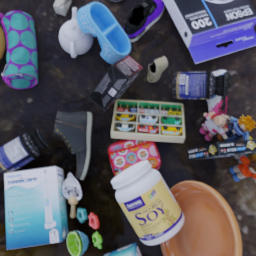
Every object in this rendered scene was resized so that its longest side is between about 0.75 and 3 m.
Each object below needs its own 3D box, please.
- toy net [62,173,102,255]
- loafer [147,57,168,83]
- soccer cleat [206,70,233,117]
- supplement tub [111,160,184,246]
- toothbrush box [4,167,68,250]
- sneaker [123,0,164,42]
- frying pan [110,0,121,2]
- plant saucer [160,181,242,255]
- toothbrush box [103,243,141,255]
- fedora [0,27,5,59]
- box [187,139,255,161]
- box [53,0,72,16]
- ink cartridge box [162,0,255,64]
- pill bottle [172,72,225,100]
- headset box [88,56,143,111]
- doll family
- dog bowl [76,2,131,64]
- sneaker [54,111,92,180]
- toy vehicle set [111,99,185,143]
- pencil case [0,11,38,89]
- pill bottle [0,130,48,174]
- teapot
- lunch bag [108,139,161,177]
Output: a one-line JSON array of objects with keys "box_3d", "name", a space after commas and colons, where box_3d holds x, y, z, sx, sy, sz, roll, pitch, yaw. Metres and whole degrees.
[{"box_3d": [-1.544, 2.496, 8.408, 0.475, 1.289, 2.458, -2, 64, -43], "name": "toy net"}, {"box_3d": [0.880, -1.956, 9.443, 0.452, 1.325, 0.501, -9, 71, -20], "name": "loafer"}, {"box_3d": [2.998, -1.009, 9.643, 0.845, 0.684, 1.957, 14, 93, 47], "name": "soccer cleat"}, {"box_3d": [0.535, 2.098, 8.032, 1.461, 1.461, 2.010, -31, 92, -7], "name": "supplement tub"}, {"box_3d": [-2.812, 2.408, 8.630, 1.623, 0.945, 2.216, -9, 77, -2], "name": "toothbrush box"}, {"box_3d": [0.637, -4.172, 10.045, 0.791, 1.131, 2.274, 34, 79, 7], "name": "sneaker"}, {"box_3d": [-0.233, -5.358, 10.784, 1.476, 0.240, 0.893, -32, 80, -9], "name": "frying pan"}, {"box_3d": [1.935, 2.956, 7.780, 0.547, 2.923, 2.923, 6, 75, -33], "name": "plant saucer"}, {"box_3d": [-0.067, 4.436, 7.162, 1.195, 2.802, 2.051, -23, 79, 2], "name": "toothbrush box"}, {"box_3d": [-5.498, -2.914, 9.645, 2.486, 1.014, 2.486, -3, 100, -15], "name": "fedora"}, {"box_3d": [2.783, 0.692, 8.496, 1.335, 1.680, 0.386, -3, 80, -19], "name": "box"}, {"box_3d": [-2.378, -4.885, 10.549, 0.407, 0.489, 1.189, 18, 79, 4], "name": "box"}, {"box_3d": [3.105, -4.025, 10.073, 2.914, 0.638, 2.941, -20, 78, -15], "name": "ink cartridge box"}, {"box_3d": [2.294, -1.372, 9.104, 1.594, 0.891, 0.891, 3, 77, 18], "name": "pill bottle"}, {"box_3d": [-0.325, -1.477, 8.896, 0.697, 1.804, 1.342, 40, 119, -3], "name": "headset box"}, {"box_3d": [3.499, 0.380, 8.723, 1.181, 1.626, 2.620, -32, 78, -16], "name": "doll family"}, {"box_3d": [-0.748, -3.244, 9.551, 2.234, 0.554, 1.245, 51, 49, -18], "name": "dog bowl"}, {"box_3d": [-1.816, 0.550, 8.981, 1.163, 0.819, 2.189, 4, 81, -12], "name": "sneaker"}, {"box_3d": [0.664, -0.250, 9.274, 2.345, 0.311, 1.457, 4, 53, 1], "name": "toy vehicle set"}, {"box_3d": [-3.794, -2.701, 9.732, 1.165, 1.073, 2.521, 0, 75, -28], "name": "pencil case"}, {"box_3d": [-3.439, 0.746, 9.014, 1.581, 0.884, 0.884, -32, 79, -6], "name": "pill bottle"}, {"box_3d": [-1.890, -3.291, 9.927, 1.317, 0.975, 1.335, -43, 81, -9], "name": "teapot"}, {"box_3d": [0.176, 0.880, 9.175, 1.597, 0.654, 1.407, -17, 73, -4], "name": "lunch bag"}]
